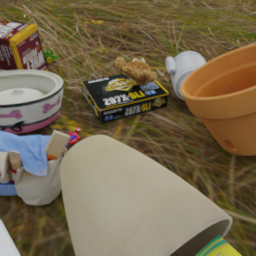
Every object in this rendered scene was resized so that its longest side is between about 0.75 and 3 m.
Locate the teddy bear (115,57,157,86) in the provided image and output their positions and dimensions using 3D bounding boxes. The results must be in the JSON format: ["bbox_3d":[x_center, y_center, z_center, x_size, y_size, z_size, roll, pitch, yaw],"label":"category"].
[{"bbox_3d":[0.286,-1.818,8.851,1.373,0.632,1.893,33,4,16],"label":"teddy bear"}]

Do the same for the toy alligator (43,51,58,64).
[{"bbox_3d":[-3.830,-2.885,11.794,1.774,0.481,0.526,-26,48,-23],"label":"toy alligator"}]

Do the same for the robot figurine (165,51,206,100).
[{"bbox_3d":[2.192,-1.840,9.888,1.984,1.321,2.339,26,35,-18],"label":"robot figurine"}]

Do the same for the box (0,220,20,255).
[{"bbox_3d":[-1.426,2.934,3.221,1.472,2.108,2.768,-28,46,-30],"label":"box"}]

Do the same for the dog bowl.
[{"bbox_3d":[-3.396,-0.837,8.578,2.896,1.068,2.896,1,29,0],"label":"dog bowl"}]

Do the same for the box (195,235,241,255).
[{"bbox_3d":[0.625,2.717,4.104,2.319,1.361,0.561,-28,50,-30],"label":"box"}]

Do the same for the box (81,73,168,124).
[{"bbox_3d":[-0.148,-1.175,9.660,2.453,0.605,1.959,-15,42,-18],"label":"box"}]

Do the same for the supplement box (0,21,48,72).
[{"bbox_3d":[-4.374,-2.691,10.354,2.039,2.011,1.354,11,44,14],"label":"supplement box"}]

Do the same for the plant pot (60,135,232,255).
[{"bbox_3d":[-0.064,1.344,4.747,2.386,2.386,2.548,-23,51,-26],"label":"plant pot"}]

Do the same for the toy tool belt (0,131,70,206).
[{"bbox_3d":[-2.702,0.647,6.184,2.729,1.677,1.704,3,38,-12],"label":"toy tool belt"}]

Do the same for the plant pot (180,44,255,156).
[{"bbox_3d":[3.095,-0.662,7.281,2.920,2.044,2.920,-24,22,10],"label":"plant pot"}]

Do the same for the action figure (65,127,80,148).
[{"bbox_3d":[-1.794,0.431,7.841,0.484,0.382,1.479,15,38,22],"label":"action figure"}]
